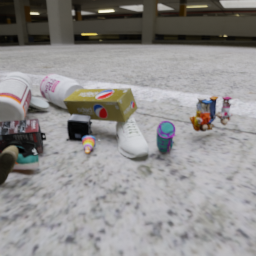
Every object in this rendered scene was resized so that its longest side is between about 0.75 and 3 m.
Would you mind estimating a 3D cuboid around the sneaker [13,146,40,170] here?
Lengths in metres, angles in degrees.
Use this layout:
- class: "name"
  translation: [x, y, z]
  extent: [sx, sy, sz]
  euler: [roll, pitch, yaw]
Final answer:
- class: "sneaker"
  translation: [-3.485, 0.882, 8.466]
  extent: [1.684, 0.673, 0.601]
  euler: [-3, 7, 10]

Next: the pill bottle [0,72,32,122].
- class: "pill bottle"
  translation: [-5.077, -1.292, 12.264]
  extent: [1.503, 1.503, 2.743]
  euler: [-2, 36, -5]

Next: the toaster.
- class: "toaster"
  translation: [-1.846, 0.024, 10.543]
  extent: [0.974, 0.881, 0.578]
  euler: [4, 28, 6]

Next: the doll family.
- class: "doll family"
  translation: [2.995, -0.487, 10.495]
  extent: [2.114, 1.312, 0.952]
  euler: [-11, 23, -38]

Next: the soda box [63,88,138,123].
- class: "soda box"
  translation: [-1.103, -0.888, 10.608]
  extent: [2.796, 0.895, 0.947]
  euler: [4, 38, 37]

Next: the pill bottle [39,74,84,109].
- class: "pill bottle"
  translation: [-3.342, -1.850, 14.401]
  extent: [1.509, 1.509, 2.662]
  euler: [-17, 27, -36]

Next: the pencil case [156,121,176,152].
- class: "pencil case"
  translation: [1.228, 0.314, 9.145]
  extent: [0.601, 1.413, 0.653]
  euler: [-34, 67, -8]

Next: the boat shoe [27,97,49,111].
- class: "boat shoe"
  translation: [-4.773, -1.152, 13.811]
  extent: [1.834, 0.584, 0.648]
  euler: [18, 33, 8]

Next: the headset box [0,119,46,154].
- class: "headset box"
  translation: [-3.531, 0.330, 9.280]
  extent: [1.558, 1.160, 0.602]
  euler: [-4, 50, -11]

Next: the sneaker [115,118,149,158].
- class: "sneaker"
  translation: [0.051, 0.223, 9.933]
  extent: [0.953, 1.004, 2.494]
  euler: [-6, 23, -18]

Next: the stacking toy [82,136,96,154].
- class: "stacking toy"
  translation: [-1.373, 0.646, 9.557]
  extent: [0.470, 0.444, 0.809]
  euler: [-2, 26, 0]

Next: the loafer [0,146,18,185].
- class: "loafer"
  translation: [-3.346, 1.036, 7.572]
  extent: [0.559, 1.471, 0.496]
  euler: [40, 28, -14]
